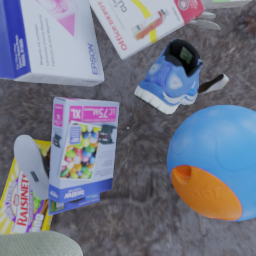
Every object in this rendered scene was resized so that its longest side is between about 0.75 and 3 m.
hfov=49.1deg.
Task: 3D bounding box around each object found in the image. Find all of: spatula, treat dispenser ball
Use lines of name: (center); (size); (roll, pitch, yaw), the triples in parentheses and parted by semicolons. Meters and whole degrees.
spatula: (1.349, -2.704, 6.503); (1.510, 1.050, 0.121); (23, 87, 31)
treat dispenser ball: (1.810, 0.633, 5.243); (2.129, 2.129, 2.129); (0, 70, 0)

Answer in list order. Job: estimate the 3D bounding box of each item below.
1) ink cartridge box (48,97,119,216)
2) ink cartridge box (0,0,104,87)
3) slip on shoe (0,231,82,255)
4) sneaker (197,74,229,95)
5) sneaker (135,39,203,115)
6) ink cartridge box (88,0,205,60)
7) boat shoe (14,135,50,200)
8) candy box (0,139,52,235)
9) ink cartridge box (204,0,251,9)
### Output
ink cartridge box: (-0.834, 0.557, 5.368); (0.460, 1.309, 2.193); (15, 102, 41)
ink cartridge box: (-1.557, -1.908, 5.130); (2.233, 0.484, 2.192); (-4, 80, -48)
slip on shoe: (-1.733, 2.336, 5.082); (2.028, 0.621, 0.751); (-6, 33, 16)
sneaker: (2.173, -1.035, 7.124); (0.361, 0.852, 0.310); (24, 55, -34)
sneaker: (0.964, -0.977, 4.993); (0.904, 2.302, 1.026); (35, 116, 8)
ink cartridge box: (0.322, -2.133, 4.968); (1.644, 0.686, 1.193); (-28, 101, 15)
boat shoe: (-1.960, 0.808, 5.943); (0.509, 0.420, 1.483); (-13, 106, 8)
candy box: (-2.624, 1.677, 7.615); (1.407, 0.364, 2.753); (8, 70, 6)
ink cartridge box: (2.392, -4.070, 6.894); (1.163, 0.668, 1.986); (-3, 99, 4)
